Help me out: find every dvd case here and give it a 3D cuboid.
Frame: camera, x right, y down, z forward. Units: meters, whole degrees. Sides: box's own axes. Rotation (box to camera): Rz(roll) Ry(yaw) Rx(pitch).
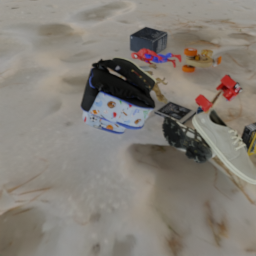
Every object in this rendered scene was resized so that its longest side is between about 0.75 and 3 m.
[{"bbox_3d":[1.924,-0.630,11.492,1.386,0.171,1.041,27,47,34],"label":"dvd case"}]

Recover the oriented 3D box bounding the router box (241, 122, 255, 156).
[{"bbox_3d":[4.284,0.370,9.511,0.994,1.264,0.330,-18,43,-19],"label":"router box"}]

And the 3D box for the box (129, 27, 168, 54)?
[{"bbox_3d":[1.175,-4.971,16.138,1.596,0.989,1.569,27,47,29],"label":"box"}]

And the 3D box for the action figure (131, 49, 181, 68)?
[{"bbox_3d":[1.200,-3.030,12.245,2.338,0.765,0.604,4,75,-23],"label":"action figure"}]

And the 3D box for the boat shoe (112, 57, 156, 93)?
[{"bbox_3d":[0.173,-2.150,11.375,2.042,0.747,0.640,32,64,-10],"label":"boat shoe"}]

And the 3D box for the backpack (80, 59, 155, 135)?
[{"bbox_3d":[-0.387,-0.931,10.210,2.543,2.056,2.669,16,33,-12],"label":"backpack"}]

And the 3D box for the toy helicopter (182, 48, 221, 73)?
[{"bbox_3d":[4.027,-3.668,14.600,1.848,1.102,2.794,13,32,22],"label":"toy helicopter"}]

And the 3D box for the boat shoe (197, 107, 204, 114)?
[{"bbox_3d":[3.093,-0.527,11.220,0.555,0.453,1.318,-2,40,-3],"label":"boat shoe"}]

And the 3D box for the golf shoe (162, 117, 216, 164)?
[{"bbox_3d":[2.158,0.376,9.971,1.104,0.908,2.336,-10,42,-36],"label":"golf shoe"}]

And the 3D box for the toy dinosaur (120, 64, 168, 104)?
[{"bbox_3d":[0.689,-2.100,12.215,2.787,0.811,1.409,30,66,22],"label":"toy dinosaur"}]

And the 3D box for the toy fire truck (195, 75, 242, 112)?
[{"bbox_3d":[3.035,-1.073,9.298,0.464,1.342,1.904,49,18,23],"label":"toy fire truck"}]

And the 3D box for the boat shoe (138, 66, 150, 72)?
[{"bbox_3d":[0.618,-2.475,12.090,0.843,0.288,0.311,8,42,37],"label":"boat shoe"}]

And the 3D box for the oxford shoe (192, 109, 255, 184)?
[{"bbox_3d":[3.274,0.526,9.023,1.103,0.847,2.934,-10,58,-52],"label":"oxford shoe"}]
